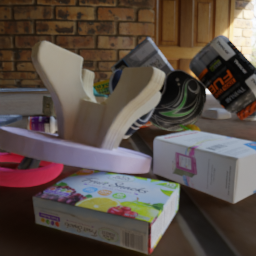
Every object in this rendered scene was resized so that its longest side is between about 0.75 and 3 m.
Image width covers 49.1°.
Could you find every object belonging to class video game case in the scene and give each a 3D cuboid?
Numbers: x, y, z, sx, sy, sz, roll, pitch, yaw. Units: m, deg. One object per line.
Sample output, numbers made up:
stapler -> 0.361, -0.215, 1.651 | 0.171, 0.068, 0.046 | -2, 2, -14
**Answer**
video game case -> -5.449, -0.264, 11.131 | 1.626, 0.216, 2.276 | 0, 11, 1

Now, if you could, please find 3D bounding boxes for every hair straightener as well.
hair straightener -> -1.658, 0.485, 5.598 | 0.533, 0.284, 1.386 | 0, 29, 14

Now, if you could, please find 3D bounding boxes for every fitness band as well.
fitness band -> -2.151, 0.690, 5.328 | 1.864, 0.349, 1.339 | 5, 11, 14

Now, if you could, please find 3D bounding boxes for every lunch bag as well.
lunch bag -> -3.785, -1.079, 13.608 | 0.656, 0.916, 1.116 | 0, 8, -29

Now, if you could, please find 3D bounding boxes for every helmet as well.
helmet -> 1.506, -0.819, 9.459 | 1.999, 1.906, 1.999 | 30, -3, 2

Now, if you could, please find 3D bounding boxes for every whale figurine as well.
whale figurine -> -1.131, -0.605, 8.553 | 2.240, 1.162, 1.782 | 22, -39, -29

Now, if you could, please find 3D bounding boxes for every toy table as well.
toy table -> -0.583, -0.234, 4.850 | 2.581, 1.644, 2.808 | 13, -2, 38

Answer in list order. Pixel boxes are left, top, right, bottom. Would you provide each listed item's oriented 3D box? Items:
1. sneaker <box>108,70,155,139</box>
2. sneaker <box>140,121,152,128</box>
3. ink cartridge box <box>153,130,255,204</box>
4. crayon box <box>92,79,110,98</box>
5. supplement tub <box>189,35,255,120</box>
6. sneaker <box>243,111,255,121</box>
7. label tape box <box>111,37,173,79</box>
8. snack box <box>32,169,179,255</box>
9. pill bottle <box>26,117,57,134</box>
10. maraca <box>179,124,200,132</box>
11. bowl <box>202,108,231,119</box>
sneaker -> 0.083, -0.902, 8.048 | 0.778, 2.221, 1.205 | 10, -27, -33
sneaker -> 0.084, -0.425, 10.257 | 2.216, 0.855, 0.809 | -1, 9, -14
ink cartridge box -> 1.455, 0.573, 4.991 | 1.246, 0.730, 1.724 | -8, 14, -38
crayon box -> -0.704, -0.903, 9.601 | 1.701, 1.468, 0.496 | -16, -24, -1
supplement tub -> 3.355, -1.610, 9.184 | 1.567, 2.558, 1.567 | -38, -10, -8
sneaker -> 5.587, -0.837, 12.681 | 0.799, 0.809, 2.037 | 3, 9, 22
label tape box -> 0.835, -1.940, 10.875 | 1.799, 2.495, 0.790 | -36, 14, 19
snack box -> -0.244, 0.975, 3.649 | 1.575, 0.417, 1.120 | 5, 11, 24
pill bottle -> -2.746, -0.081, 9.098 | 1.001, 0.563, 0.563 | -2, 10, -11
maraca -> 1.825, 0.087, 8.205 | 0.780, 0.417, 0.534 | 26, 2, -35
bowl -> 4.071, -0.674, 12.904 | 1.055, 0.394, 1.053 | -8, 12, -30
